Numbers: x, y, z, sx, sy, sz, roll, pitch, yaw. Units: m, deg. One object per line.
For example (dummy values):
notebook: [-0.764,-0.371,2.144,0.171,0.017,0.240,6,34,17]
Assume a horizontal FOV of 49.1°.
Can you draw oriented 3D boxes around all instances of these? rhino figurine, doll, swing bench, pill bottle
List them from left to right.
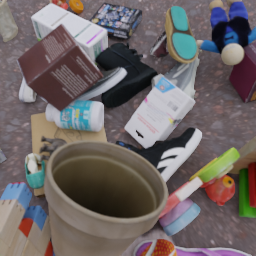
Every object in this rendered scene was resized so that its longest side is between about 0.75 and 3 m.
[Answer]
swing bench: [-4.597,-4.024,9.982,0.833,1.277,1.284,-39,66,-22]
rhino figurine: [-1.701,0.630,6.702,0.739,0.505,1.690,11,11,-22]
pill bottle: [-1.444,-0.359,7.623,1.471,0.815,0.815,5,58,7]
doll: [2.948,-2.844,8.319,1.938,0.688,2.840,-12,48,24]

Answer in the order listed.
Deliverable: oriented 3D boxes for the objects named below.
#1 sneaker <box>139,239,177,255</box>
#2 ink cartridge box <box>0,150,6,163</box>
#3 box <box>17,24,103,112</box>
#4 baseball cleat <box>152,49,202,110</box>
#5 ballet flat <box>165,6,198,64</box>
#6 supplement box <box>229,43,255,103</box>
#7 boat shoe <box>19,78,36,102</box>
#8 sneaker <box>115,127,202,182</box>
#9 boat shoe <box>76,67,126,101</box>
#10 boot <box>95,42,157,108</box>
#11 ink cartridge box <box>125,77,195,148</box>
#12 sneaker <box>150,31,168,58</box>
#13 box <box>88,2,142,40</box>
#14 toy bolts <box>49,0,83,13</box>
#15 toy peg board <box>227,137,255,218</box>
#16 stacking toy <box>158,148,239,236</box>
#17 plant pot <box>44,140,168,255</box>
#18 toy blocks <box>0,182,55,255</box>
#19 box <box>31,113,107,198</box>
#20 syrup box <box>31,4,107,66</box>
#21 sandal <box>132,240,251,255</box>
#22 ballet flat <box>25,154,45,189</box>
sneaker: [0.136,2.957,5.358,2.026,0.782,0.739,-20,22,-18]
ink cartridge box: [-4.687,0.257,7.640,1.446,0.668,2.654,-37,64,-19]
box: [-1.681,-1.484,6.967,1.480,1.228,1.216,-37,51,4]
baseball cleat: [1.498,-1.702,8.730,1.409,0.923,2.648,9,57,5]
ballet flat: [1.594,-2.722,8.725,0.892,0.820,2.600,9,54,-10]
supplement box: [4.640,-1.905,8.497,2.595,1.432,1.112,-15,57,-7]
boat shoe: [-2.938,-1.516,8.680,0.525,0.533,1.504,6,76,6]
sneaker: [0.527,0.612,7.037,1.579,1.031,2.822,42,67,8]
boat shoe: [-1.027,-1.250,7.979,2.054,0.581,0.705,-24,25,22]
boot: [-0.369,-1.755,8.841,2.207,0.817,1.809,-34,64,-23]
ink cartridge box: [0.853,-0.356,7.754,1.026,0.605,1.783,44,105,23]
sneaker: [1.207,-2.756,9.402,0.555,0.962,0.364,27,41,-19]
box: [-0.462,-3.994,10.404,1.591,0.398,1.603,15,52,12]
toy bolts: [-2.574,-4.630,10.831,1.299,0.943,1.360,40,45,-23]
toy peg board: [3.830,1.226,5.879,2.844,2.832,1.391,6,70,4]
stacking toy: [1.696,1.502,6.139,2.262,2.047,0.955,-34,76,-21]
plant pot: [-0.626,1.691,5.557,2.307,2.002,2.307,16,24,-7]
toy blocks: [-2.106,2.403,5.335,1.436,2.874,1.965,-7,38,12]
box: [-1.575,0.519,7.722,2.035,0.265,2.490,-11,58,-7]
syrup box: [-1.958,-3.146,9.585,2.529,0.996,1.030,32,63,18]
sandal: [1.512,3.027,5.858,2.913,0.716,1.185,5,57,4]
ballet flat: [-2.229,0.890,6.686,0.470,0.491,1.395,-15,27,-18]
